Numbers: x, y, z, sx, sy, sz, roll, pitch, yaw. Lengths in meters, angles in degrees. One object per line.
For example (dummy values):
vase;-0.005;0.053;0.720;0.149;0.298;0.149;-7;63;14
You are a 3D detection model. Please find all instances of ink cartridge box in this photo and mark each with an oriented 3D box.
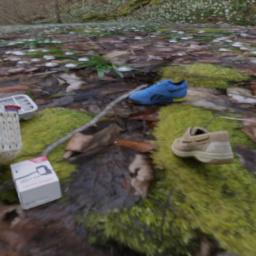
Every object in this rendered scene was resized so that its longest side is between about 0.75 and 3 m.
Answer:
ink cartridge box;-2.484;1.414;7.476;0.990;0.576;1.367;-14;30;-26

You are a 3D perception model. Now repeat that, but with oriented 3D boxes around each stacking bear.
stacking bear;-4.426;-0.315;10.611;0.621;1.022;0.581;-3;-10;0

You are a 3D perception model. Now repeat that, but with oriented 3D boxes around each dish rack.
dish rack;-5.150;-0.676;11.729;2.331;0.508;2.001;-17;34;-30

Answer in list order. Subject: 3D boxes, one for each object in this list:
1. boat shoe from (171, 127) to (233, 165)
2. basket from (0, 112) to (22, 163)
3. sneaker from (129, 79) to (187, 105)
boat shoe;2.114;0.419;8.248;1.018;0.921;2.856;-4;3;-16
basket;-3.796;0.338;7.969;1.137;1.249;1.843;-4;-14;-31
sneaker;1.441;-1.810;13.427;2.896;1.135;0.955;-6;29;-10
